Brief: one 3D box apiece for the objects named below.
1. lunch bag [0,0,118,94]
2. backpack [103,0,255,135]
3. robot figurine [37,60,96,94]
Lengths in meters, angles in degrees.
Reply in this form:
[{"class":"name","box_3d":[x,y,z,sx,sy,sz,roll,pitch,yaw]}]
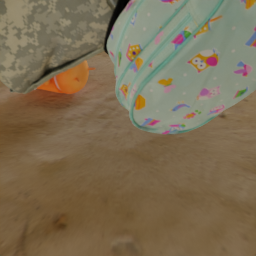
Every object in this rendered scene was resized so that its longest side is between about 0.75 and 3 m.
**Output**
[{"class":"lunch bag","box_3d":[-1.513,-2.156,5.048,2.826,2.370,1.969,-23,11,15]},{"class":"backpack","box_3d":[0.865,-1.178,3.428,2.278,2.729,1.728,18,47,-34]},{"class":"robot figurine","box_3d":[-2.350,-1.908,9.166,2.477,1.444,1.782,13,-4,22]}]
